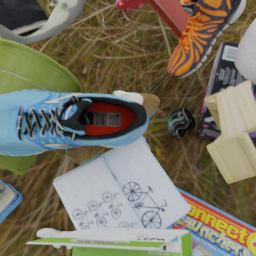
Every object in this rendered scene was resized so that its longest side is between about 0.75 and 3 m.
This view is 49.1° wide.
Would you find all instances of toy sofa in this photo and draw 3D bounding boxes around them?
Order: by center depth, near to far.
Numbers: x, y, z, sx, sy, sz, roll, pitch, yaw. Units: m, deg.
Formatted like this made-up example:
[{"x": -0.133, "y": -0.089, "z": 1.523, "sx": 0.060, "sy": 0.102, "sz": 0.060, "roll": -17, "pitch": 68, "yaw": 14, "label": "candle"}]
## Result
[{"x": 2.044, "y": -0.014, "z": 5.163, "sx": 0.991, "sy": 0.841, "sz": 2.030, "roll": -24, "pitch": 22, "yaw": 24, "label": "toy sofa"}]

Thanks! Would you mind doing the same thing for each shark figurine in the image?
[{"x": -1.522, "y": -2.666, "z": 6.515, "sx": 1.853, "sy": 1.294, "sz": 3.101, "roll": 24, "pitch": 80, "yaw": 8, "label": "shark figurine"}]

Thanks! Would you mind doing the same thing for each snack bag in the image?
[{"x": -0.087, "y": 1.321, "z": 5.403, "sx": 2.116, "sy": 0.226, "sz": 1.995, "roll": -27, "pitch": 67, "yaw": -16, "label": "snack bag"}]

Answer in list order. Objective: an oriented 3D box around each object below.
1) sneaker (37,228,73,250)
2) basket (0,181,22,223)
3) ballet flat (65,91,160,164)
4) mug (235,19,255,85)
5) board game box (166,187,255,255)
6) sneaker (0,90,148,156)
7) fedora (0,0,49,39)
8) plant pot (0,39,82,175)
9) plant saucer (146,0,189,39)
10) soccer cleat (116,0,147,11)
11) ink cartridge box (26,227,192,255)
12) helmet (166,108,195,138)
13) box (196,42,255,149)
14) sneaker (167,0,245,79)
[{"x": -1.761, "y": 2.677, "z": 6.772, "sx": 0.968, "sy": 0.361, "sz": 0.421, "roll": 8, "pitch": 62, "yaw": 6, "label": "sneaker"}, {"x": -3.244, "y": 1.835, "z": 6.904, "sx": 1.102, "sy": 0.869, "sz": 1.250, "roll": -47, "pitch": 41, "yaw": -17, "label": "basket"}, {"x": -0.322, "y": -0.227, "z": 5.718, "sx": 2.354, "sy": 0.851, "sz": 0.798, "roll": -35, "pitch": 42, "yaw": -15, "label": "ballet flat"}, {"x": 3.550, "y": -1.716, "z": 6.205, "sx": 2.046, "sy": 1.794, "sz": 1.510, "roll": 34, "pitch": 43, "yaw": -3, "label": "mug"}, {"x": 1.498, "y": 3.099, "z": 6.217, "sx": 2.770, "sy": 0.774, "sz": 2.713, "roll": 25, "pitch": 61, "yaw": 16, "label": "board game box"}, {"x": -0.992, "y": -0.188, "z": 4.181, "sx": 2.764, "sy": 1.243, "sz": 1.083, "roll": -5, "pitch": 84, "yaw": -11, "label": "sneaker"}, {"x": -3.006, "y": -2.792, "z": 7.409, "sx": 2.529, "sy": 1.155, "sz": 2.529, "roll": -19, "pitch": 19, "yaw": 7, "label": "fedora"}, {"x": -2.237, "y": -0.226, "z": 5.451, "sx": 2.132, "sy": 2.132, "sz": 2.025, "roll": 14, "pitch": 73, "yaw": 9, "label": "plant pot"}, {"x": 1.250, "y": -3.706, "z": 7.133, "sx": 0.482, "sy": 2.624, "sz": 2.619, "roll": 1, "pitch": 71, "yaw": 42, "label": "plant saucer"}, {"x": 0.501, "y": -4.423, "z": 8.564, "sx": 0.749, "sy": 2.245, "sz": 0.858, "roll": 6, "pitch": 70, "yaw": -48, "label": "soccer cleat"}, {"x": -0.078, "y": 1.671, "z": 3.432, "sx": 1.468, "sy": 1.986, "sz": 0.752, "roll": -5, "pitch": 74, "yaw": 19, "label": "ink cartridge box"}, {"x": 1.525, "y": -0.136, "z": 8.351, "sx": 0.765, "sy": 0.802, "sz": 0.802, "roll": -35, "pitch": 52, "yaw": 30, "label": "helmet"}, {"x": 3.278, "y": -0.956, "z": 8.402, "sx": 1.847, "sy": 1.603, "sz": 2.795, "roll": 16, "pitch": 57, "yaw": 12, "label": "box"}, {"x": 1.397, "y": -2.250, "z": 6.216, "sx": 1.309, "sy": 2.336, "sz": 0.906, "roll": 14, "pitch": 31, "yaw": -42, "label": "sneaker"}]
